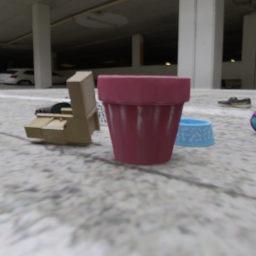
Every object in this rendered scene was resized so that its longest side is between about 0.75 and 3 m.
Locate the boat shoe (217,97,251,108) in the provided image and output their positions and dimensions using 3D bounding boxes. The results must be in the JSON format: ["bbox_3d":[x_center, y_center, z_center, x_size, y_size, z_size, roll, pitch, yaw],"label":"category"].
[{"bbox_3d":[6.647,-1.636,17.575,2.124,0.688,0.764,9,13,42],"label":"boat shoe"}]

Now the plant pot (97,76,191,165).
[{"bbox_3d":[0.343,-0.236,6.289,2.060,1.844,2.060,0,10,0],"label":"plant pot"}]

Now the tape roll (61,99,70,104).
[{"bbox_3d":[-2.371,-1.107,14.471,2.093,0.732,2.093,0,9,0],"label":"tape roll"}]

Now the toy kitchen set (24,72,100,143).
[{"bbox_3d":[-1.752,-0.724,7.820,1.930,1.741,1.574,3,28,15],"label":"toy kitchen set"}]

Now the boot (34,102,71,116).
[{"bbox_3d":[-3.202,-0.642,12.109,2.124,0.845,2.439,0,4,25],"label":"boot"}]

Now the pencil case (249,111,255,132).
[{"bbox_3d":[4.881,-0.287,9.371,1.910,0.883,0.813,-7,-11,-42],"label":"pencil case"}]

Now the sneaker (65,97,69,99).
[{"bbox_3d":[-3.420,-1.486,16.733,0.477,0.715,1.247,6,9,23],"label":"sneaker"}]

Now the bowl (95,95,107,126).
[{"bbox_3d":[-0.435,-0.984,11.864,2.995,1.406,2.995,1,10,0],"label":"bowl"}]

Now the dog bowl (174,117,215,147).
[{"bbox_3d":[1.424,0.032,8.397,1.356,0.603,2.432,-9,13,-41],"label":"dog bowl"}]
